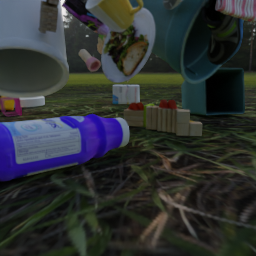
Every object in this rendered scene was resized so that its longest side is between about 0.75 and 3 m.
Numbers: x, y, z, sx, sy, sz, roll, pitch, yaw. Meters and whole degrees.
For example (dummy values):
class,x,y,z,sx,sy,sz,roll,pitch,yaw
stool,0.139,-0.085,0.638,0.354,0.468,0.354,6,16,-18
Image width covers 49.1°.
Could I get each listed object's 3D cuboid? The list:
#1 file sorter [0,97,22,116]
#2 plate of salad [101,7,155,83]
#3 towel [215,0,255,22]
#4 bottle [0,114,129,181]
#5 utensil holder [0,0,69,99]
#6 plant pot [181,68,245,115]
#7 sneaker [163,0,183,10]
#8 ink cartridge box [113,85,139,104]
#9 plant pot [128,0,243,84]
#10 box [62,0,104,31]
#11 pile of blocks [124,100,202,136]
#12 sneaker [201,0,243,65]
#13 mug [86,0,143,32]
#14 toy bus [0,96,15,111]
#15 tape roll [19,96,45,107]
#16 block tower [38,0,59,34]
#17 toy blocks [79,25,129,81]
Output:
class,x,y,z,sx,sy,sz,roll,pitch,yaw
file sorter,-4.897,-0.899,11.649,0.651,0.722,1.038,-10,15,-29
plate of salad,-0.108,-1.860,6.194,0.412,1.716,1.716,12,0,-42
towel,2.032,-2.451,4.867,1.378,1.009,0.206,-7,23,-41
bottle,-1.224,0.248,5.257,2.744,0.896,1.146,-9,16,-37
utensil holder,-3.074,-2.747,7.968,2.548,2.998,2.548,-8,-20,-3
plant pot,3.373,-1.464,11.993,1.779,1.780,2.518,-3,3,-17
sneaker,1.220,-3.054,6.387,0.461,0.404,1.150,-22,5,-27
ink cartridge box,-0.093,-1.916,15.912,1.421,1.043,1.038,2,11,6
plant pot,1.398,-2.999,7.973,2.650,2.650,2.596,-12,39,-46
box,-1.034,-3.192,7.393,1.156,0.292,1.617,32,-12,-24
pile of blocks,1.101,-0.450,8.765,1.226,0.928,2.986,-11,16,-44
sneaker,2.105,-2.475,6.389,1.056,2.549,0.904,-23,60,-8
mug,-0.230,-2.153,5.108,0.750,0.732,0.914,42,2,-37
toy bus,-5.812,-1.185,13.104,1.217,0.826,1.169,5,-1,36
tape roll,-5.724,-1.444,15.107,2.381,0.435,2.381,0,12,0
block tower,-1.800,-2.878,6.443,0.390,1.350,0.365,2,25,-27
toy blocks,-0.339,-3.615,11.767,2.756,2.576,2.320,-26,60,-29
